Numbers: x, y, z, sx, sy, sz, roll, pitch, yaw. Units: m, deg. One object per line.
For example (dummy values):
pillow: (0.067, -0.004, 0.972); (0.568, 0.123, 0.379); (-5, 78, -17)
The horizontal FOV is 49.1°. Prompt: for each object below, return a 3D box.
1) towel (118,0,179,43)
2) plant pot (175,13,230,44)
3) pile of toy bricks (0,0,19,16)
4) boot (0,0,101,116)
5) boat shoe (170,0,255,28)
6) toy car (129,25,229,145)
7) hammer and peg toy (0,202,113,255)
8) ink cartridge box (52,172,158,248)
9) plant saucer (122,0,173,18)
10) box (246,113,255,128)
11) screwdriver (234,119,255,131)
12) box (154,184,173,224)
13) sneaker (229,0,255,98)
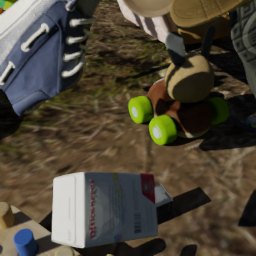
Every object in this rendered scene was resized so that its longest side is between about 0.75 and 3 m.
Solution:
towel: (0.169, -3.484, 7.306); (0.426, 2.527, 2.645); (-39, 48, 1)
plant pot: (3.062, -4.493, 12.202); (1.970, 1.836, 1.836); (-24, 40, 1)
pile of toy bricks: (-2.577, -2.740, 5.764); (1.196, 2.422, 1.344); (28, 8, -9)
boot: (-0.816, -1.301, 3.863); (2.817, 1.273, 1.025); (-27, 9, 26)
boat shoe: (1.188, -1.503, 2.913); (1.539, 0.570, 0.511); (-25, -12, 24)
toy car: (1.378, -1.241, 7.144); (2.168, 2.639, 2.082); (-19, 42, -24)
hammer and peg toy: (-1.486, 2.369, 3.885); (2.785, 0.982, 2.049); (22, 41, 26)
ink cartridge box: (-0.271, 0.897, 3.188); (0.989, 0.715, 0.719); (10, 71, -39)
plant saucer: (0.469, -2.835, 5.213); (1.474, 1.474, 0.217); (16, 25, 19)
box: (3.837, -0.189, 7.739); (1.148, 0.278, 0.674); (-19, 42, -27)
screwdriver: (3.502, 0.101, 7.395); (1.467, 0.205, 0.213); (28, 18, 35)
box: (0.362, 1.524, 5.253); (0.816, 0.606, 0.437); (-16, 41, -20)
sneaker: (2.430, -1.352, 5.058); (1.102, 2.902, 1.317); (-17, 21, 14)
